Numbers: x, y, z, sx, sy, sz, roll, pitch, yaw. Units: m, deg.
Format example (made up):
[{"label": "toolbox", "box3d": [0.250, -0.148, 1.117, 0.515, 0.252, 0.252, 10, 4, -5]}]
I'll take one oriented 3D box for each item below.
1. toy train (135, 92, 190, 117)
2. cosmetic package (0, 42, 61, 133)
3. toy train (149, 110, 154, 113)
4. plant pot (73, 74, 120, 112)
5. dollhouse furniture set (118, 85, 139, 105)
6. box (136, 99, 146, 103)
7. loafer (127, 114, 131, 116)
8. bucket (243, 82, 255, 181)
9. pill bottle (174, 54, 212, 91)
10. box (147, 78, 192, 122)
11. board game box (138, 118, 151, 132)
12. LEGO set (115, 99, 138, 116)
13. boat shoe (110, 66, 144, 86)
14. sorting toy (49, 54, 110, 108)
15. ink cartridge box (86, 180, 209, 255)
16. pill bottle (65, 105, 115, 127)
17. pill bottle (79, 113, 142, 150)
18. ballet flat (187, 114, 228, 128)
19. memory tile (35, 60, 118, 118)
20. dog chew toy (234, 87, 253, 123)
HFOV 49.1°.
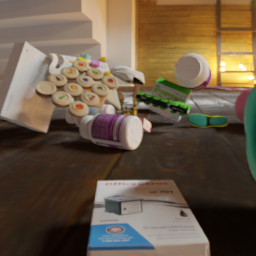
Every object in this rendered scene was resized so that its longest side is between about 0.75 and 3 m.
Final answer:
[{"label": "toy train", "box3d": [1.276, -0.925, 10.362, 2.141, 0.447, 0.604, 21, 26, 25]}, {"label": "cosmetic package", "box3d": [-3.372, -1.335, 9.722, 0.665, 2.576, 1.942, 7, -13, 31]}, {"label": "toy train", "box3d": [1.786, -0.952, 15.073, 0.506, 0.375, 1.795, 4, 6, -36]}, {"label": "plant pot", "box3d": [-1.541, -1.510, 12.009, 1.769, 1.771, 1.568, -16, -14, 12]}, {"label": "dollhouse furniture set", "box3d": [-0.402, -2.291, 18.979, 2.240, 1.457, 2.057, 0, 11, -2]}, {"label": "box", "box3d": [1.809, -1.394, 15.686, 2.252, 0.407, 1.610, 17, 8, 35]}, {"label": "loafer", "box3d": [0.090, -0.265, 11.028, 1.501, 0.533, 0.548, -1, 11, -5]}, {"label": "bucket", "box3d": [2.901, 0.055, 3.404, 2.895, 2.895, 1.884, 5, -4, 24]}, {"label": "pill bottle", "box3d": [2.580, -2.196, 11.154, 1.299, 1.299, 2.309, 4, 4, 21]}, {"label": "box", "box3d": [1.703, -1.163, 11.694, 1.470, 1.297, 0.711, 25, 33, 15]}, {"label": "board game box", "box3d": [-0.035, -0.119, 9.369, 1.408, 0.326, 1.067, 5, -8, 17]}, {"label": "LEGO set", "box3d": [-0.488, -1.285, 14.466, 1.606, 1.210, 2.089, -5, 12, -24]}, {"label": "boat shoe", "box3d": [0.002, -2.384, 13.246, 1.883, 0.619, 0.678, 12, -37, -39]}, {"label": "sorting toy", "box3d": [-1.779, -1.982, 9.774, 2.012, 1.194, 2.235, 13, 36, -25]}, {"label": "ink cartridge box", "box3d": [0.141, 1.190, 3.290, 1.133, 0.664, 1.547, -1, 12, -3]}, {"label": "pill bottle", "box3d": [-1.454, -0.459, 10.699, 1.737, 0.945, 0.945, 6, 12, 15]}, {"label": "pill bottle", "box3d": [-0.536, 0.064, 8.188, 1.731, 0.972, 0.972, 7, 13, 29]}, {"label": "ballet flat", "box3d": [3.150, -0.242, 11.252, 1.632, 0.545, 0.547, 3, -10, 2]}, {"label": "memory tile", "box3d": [-1.475, -1.276, 8.463, 1.753, 0.192, 2.287, 30, 46, 10]}, {"label": "dog chew toy", "box3d": [5.141, -0.664, 10.762, 1.627, 1.627, 2.612, 1, 18, 4]}]
